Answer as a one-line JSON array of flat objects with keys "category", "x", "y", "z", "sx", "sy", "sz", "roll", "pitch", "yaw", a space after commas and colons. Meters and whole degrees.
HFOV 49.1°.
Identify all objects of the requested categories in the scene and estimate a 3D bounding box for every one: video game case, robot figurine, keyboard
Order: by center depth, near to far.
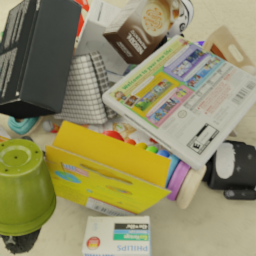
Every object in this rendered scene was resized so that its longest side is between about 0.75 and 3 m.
[{"category": "video game case", "x": 1.181, "y": -0.712, "z": 5.725, "sx": 2.333, "sy": 0.283, "sz": 2.562, "roll": 37, "pitch": 63, "yaw": 21}, {"category": "robot figurine", "x": 2.425, "y": 0.921, "z": 6.445, "sx": 1.793, "sy": 1.119, "sz": 1.347, "roll": 4, "pitch": 85, "yaw": 7}, {"category": "keyboard", "x": 0.742, "y": -2.137, "z": 7.978, "sx": 0.210, "sy": 1.637, "sz": 0.983, "roll": -14, "pitch": 54, "yaw": -14}, {"category": "robot figurine", "x": 1.369, "y": -3.349, "z": 8.357, "sx": 1.317, "sy": 1.094, "sz": 1.754, "roll": 38, "pitch": 39, "yaw": -3}, {"category": "video game case", "x": -0.251, "y": -2.258, "z": 9.516, "sx": 2.677, "sy": 0.313, "sz": 2.433, "roll": 19, "pitch": 39, "yaw": 16}]

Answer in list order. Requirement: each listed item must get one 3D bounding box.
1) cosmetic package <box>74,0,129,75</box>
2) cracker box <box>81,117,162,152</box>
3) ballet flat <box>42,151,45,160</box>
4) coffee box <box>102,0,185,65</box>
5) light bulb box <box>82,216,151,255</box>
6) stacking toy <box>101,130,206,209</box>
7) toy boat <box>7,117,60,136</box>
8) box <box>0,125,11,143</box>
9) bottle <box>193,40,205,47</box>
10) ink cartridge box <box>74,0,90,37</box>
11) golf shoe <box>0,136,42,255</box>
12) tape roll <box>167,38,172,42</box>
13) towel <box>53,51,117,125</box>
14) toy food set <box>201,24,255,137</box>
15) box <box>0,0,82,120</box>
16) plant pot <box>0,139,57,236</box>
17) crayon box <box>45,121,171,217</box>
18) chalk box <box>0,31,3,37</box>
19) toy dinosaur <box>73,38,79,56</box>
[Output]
[{"category": "cosmetic package", "x": -0.521, "y": -2.462, "z": 7.785, "sx": 1.535, "sy": 1.530, "sz": 0.943, "roll": 18, "pitch": 59, "yaw": -17}, {"category": "cracker box", "x": -0.269, "y": 0.356, "z": 7.260, "sx": 2.038, "sy": 0.588, "sz": 1.365, "roll": -12, "pitch": 37, "yaw": -5}, {"category": "ballet flat", "x": -3.506, "y": 0.770, "z": 7.075, "sx": 2.888, "sy": 0.820, "sz": 0.960, "roll": 2, "pitch": 5, "yaw": -2}, {"category": "coffee box", "x": 0.389, "y": -2.517, "z": 6.630, "sx": 1.823, "sy": 1.042, "sz": 0.727, "roll": -55, "pitch": 35, "yaw": -9}, {"category": "light bulb box", "x": -0.146, "y": 2.146, "z": 4.934, "sx": 1.105, "sy": 1.115, "sz": 0.696, "roll": -1, "pitch": 39, "yaw": 4}, {"category": "stacking toy", "x": 0.365, "y": 0.701, "z": 5.915, "sx": 2.344, "sy": 1.000, "sz": 1.000, "roll": 26, "pitch": 47, "yaw": 20}, {"category": "toy boat", "x": -2.632, "y": -0.282, "z": 7.848, "sx": 1.535, "sy": 0.713, "sz": 1.291, "roll": 26, "pitch": 85, "yaw": 14}, {"category": "box", "x": -3.634, "y": -0.071, "z": 6.116, "sx": 2.798, "sy": 1.666, "sz": 0.580, "roll": 19, "pitch": 83, "yaw": 55}, {"category": "bottle", "x": 2.095, "y": -2.124, "z": 8.673, "sx": 0.769, "sy": 0.984, "sz": 2.357, "roll": -16, "pitch": 20, "yaw": 41}, {"category": "ink cartridge box", "x": -1.913, "y": -3.541, "z": 8.680, "sx": 1.582, "sy": 0.397, "sz": 1.823, "roll": -14, "pitch": 66, "yaw": -9}, {"category": "golf shoe", "x": -1.667, "y": 1.087, "z": 4.673, "sx": 0.716, "sy": 0.871, "sz": 1.843, "roll": -2, "pitch": 74, "yaw": -4}, {"category": "tape roll", "x": 1.100, "y": -3.851, "z": 12.368, "sx": 2.090, "sy": 0.502, "sz": 2.090, "roll": 1, "pitch": 41, "yaw": 0}, {"category": "towel", "x": -1.371, "y": -1.055, "z": 7.608, "sx": 2.189, "sy": 1.812, "sz": 0.937, "roll": 5, "pitch": 29, "yaw": 44}, {"category": "toy food set", "x": 2.553, "y": -1.261, "z": 7.195, "sx": 0.761, "sy": 1.808, "sz": 2.519, "roll": -19, "pitch": 33, "yaw": 50}, {"category": "box", "x": -2.204, "y": -1.633, "z": 6.489, "sx": 1.876, "sy": 1.048, "sz": 2.658, "roll": -4, "pitch": 72, "yaw": 45}, {"category": "plant pot", "x": -1.452, "y": 0.700, "z": 3.680, "sx": 1.004, "sy": 0.966, "sz": 1.004, "roll": 7, "pitch": 38, "yaw": -6}, {"category": "crayon box", "x": -0.423, "y": 0.848, "z": 4.876, "sx": 1.788, "sy": 2.817, "sz": 0.715, "roll": 21, "pitch": 63, "yaw": -3}, {"category": "chalk box", "x": -3.114, "y": -1.792, "z": 8.532, "sx": 1.501, "sy": 2.413, "sz": 1.494, "roll": -26, "pitch": 48, "yaw": -25}, {"category": "toy dinosaur", "x": -2.331, "y": -2.487, "z": 10.430, "sx": 2.702, "sy": 1.160, "sz": 1.831, "roll": 12, "pitch": 49, "yaw": -6}]
